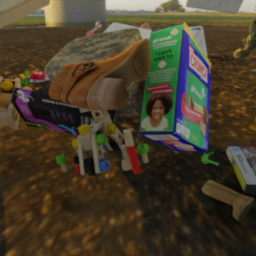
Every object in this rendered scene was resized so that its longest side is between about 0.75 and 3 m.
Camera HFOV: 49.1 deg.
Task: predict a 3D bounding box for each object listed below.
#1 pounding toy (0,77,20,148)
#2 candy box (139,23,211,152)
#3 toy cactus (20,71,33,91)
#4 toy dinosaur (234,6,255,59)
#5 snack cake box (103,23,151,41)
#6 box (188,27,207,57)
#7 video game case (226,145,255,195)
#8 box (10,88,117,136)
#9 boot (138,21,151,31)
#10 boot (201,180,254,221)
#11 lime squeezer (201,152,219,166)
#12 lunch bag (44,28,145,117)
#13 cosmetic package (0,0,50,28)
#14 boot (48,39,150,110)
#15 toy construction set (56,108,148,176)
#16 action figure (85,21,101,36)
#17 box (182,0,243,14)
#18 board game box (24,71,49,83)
[{"bbox_3d":[-3.278,-0.457,6.910,1.041,1.038,1.815,2,65,-12],"label":"pounding toy"},{"bbox_3d":[1.174,-0.767,6.347,0.898,2.330,1.970,-3,-15,33],"label":"candy box"},{"bbox_3d":[-2.936,-1.091,7.899,0.817,0.990,0.506,31,-7,28],"label":"toy cactus"},{"bbox_3d":[3.028,-2.335,6.574,0.432,1.819,0.802,17,71,7],"label":"toy dinosaur"},{"bbox_3d":[0.269,-1.872,9.044,1.589,2.762,0.928,28,69,34],"label":"snack cake box"},{"bbox_3d":[1.707,-2.840,10.870,1.990,1.308,2.001,12,51,37],"label":"box"},{"bbox_3d":[3.288,0.903,6.145,1.874,0.239,1.693,2,24,5],"label":"video game case"},{"bbox_3d":[-1.426,-0.239,6.634,2.233,0.403,1.597,10,-20,-3],"label":"box"},{"bbox_3d":[0.922,-2.376,9.210,0.701,1.996,1.459,-40,72,-8],"label":"boot"},{"bbox_3d":[1.770,1.322,5.190,0.886,0.293,0.776,21,19,36],"label":"boot"},{"bbox_3d":[1.839,0.683,6.428,0.333,0.178,0.942,-20,6,14],"label":"lime squeezer"},{"bbox_3d":[-0.552,-1.110,6.823,2.352,1.973,1.639,3,44,36],"label":"lunch bag"},{"bbox_3d":[-2.381,-2.588,5.521,1.529,0.791,0.559,-41,4,-24],"label":"cosmetic package"},{"bbox_3d":[-0.447,-0.997,4.993,1.404,0.693,1.808,9,55,28],"label":"boot"},{"bbox_3d":[-0.456,0.074,5.277,1.464,1.349,1.755,-25,19,-37],"label":"toy construction set"},{"bbox_3d":[-1.131,-2.304,7.909,1.093,0.984,1.468,-26,16,-10],"label":"action figure"},{"bbox_3d":[1.408,-2.997,4.641,1.020,1.561,1.553,1,45,-15],"label":"box"},{"bbox_3d":[-4.484,-2.631,13.898,1.317,0.325,1.667,-16,29,-31],"label":"board game box"}]
